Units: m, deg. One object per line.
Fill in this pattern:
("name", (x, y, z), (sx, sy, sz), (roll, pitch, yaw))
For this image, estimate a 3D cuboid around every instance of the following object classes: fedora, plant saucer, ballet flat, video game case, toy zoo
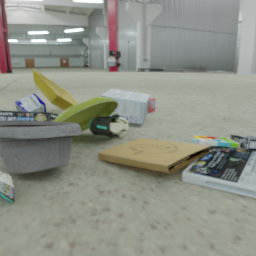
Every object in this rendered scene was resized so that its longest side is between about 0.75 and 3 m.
("fedora", (-2.705, 0.517, 7.852), (2.971, 1.341, 2.627), (3, 5, 26))
("plant saucer", (-3.604, -1.611, 14.502), (2.651, 0.642, 2.652), (44, 5, 33))
("plant saucer", (-1.690, -0.428, 10.442), (2.774, 0.431, 2.774), (-28, -10, -6))
("ballet flat", (-0.544, -0.014, 10.832), (0.914, 0.909, 2.672), (11, 9, 19))
("video game case", (3.154, 1.153, 7.880), (2.472, 0.318, 2.719), (9, 19, 30))
("toy zoo", (2.834, 0.448, 9.364), (1.451, 0.148, 0.952), (4, 9, -7))
("ballet flat", (-3.101, 1.300, 6.668), (1.567, 0.564, 0.564), (9, 18, 35))

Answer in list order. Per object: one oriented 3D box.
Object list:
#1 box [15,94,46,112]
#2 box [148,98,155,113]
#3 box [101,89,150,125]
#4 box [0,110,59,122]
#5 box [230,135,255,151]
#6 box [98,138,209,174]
("box", (-4.774, -1.035, 13.740), (1.098, 0.576, 1.009), (-33, 62, -33))
("box", (0.701, -1.363, 16.264), (1.616, 0.771, 0.806), (9, 17, 30))
("box", (-0.124, -1.063, 13.453), (2.079, 1.091, 1.912), (10, 18, 8))
("box", (-3.830, -0.317, 11.447), (2.229, 0.554, 2.213), (1, -5, 7))
("box", (4.352, 0.528, 9.335), (1.494, 0.372, 1.178), (5, 4, -10))
("box", (0.775, 0.766, 8.680), (2.704, 0.288, 2.210), (4, 14, 43))
